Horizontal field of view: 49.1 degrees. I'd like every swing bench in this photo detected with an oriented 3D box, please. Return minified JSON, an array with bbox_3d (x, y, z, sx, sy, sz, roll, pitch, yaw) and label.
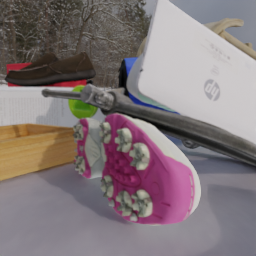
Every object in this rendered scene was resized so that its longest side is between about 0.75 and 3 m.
[{"bbox_3d":[2.374,-2.296,9.146,2.889,1.875,2.874,34,-8,-37],"label":"swing bench"}]

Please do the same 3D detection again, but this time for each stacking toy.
[{"bbox_3d":[-0.360,-0.106,4.227,1.183,1.071,0.500,4,11,27],"label":"stacking toy"}]

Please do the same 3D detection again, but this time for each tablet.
[{"bbox_3d":[1.028,-0.635,3.479,1.949,1.268,0.133,22,-19,-25],"label":"tablet"}]

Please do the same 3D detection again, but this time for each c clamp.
[{"bbox_3d":[0.613,-0.007,3.380,2.623,0.355,2.241,20,-2,-41],"label":"c clamp"}]

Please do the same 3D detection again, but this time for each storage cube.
[{"bbox_3d":[-2.478,-1.052,8.755,1.998,1.796,1.708,2,8,24],"label":"storage cube"}]

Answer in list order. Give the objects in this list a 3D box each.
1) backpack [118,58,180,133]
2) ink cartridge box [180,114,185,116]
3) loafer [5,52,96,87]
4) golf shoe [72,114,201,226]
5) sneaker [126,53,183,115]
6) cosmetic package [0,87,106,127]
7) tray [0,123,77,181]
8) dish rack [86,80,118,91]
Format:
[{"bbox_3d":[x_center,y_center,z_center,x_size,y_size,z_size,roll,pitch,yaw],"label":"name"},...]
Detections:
[{"bbox_3d":[0.403,-0.688,5.810,1.239,1.476,1.200,-8,-21,-11],"label":"backpack"},{"bbox_3d":[1.845,-0.571,8.091,1.332,0.776,1.840,4,17,30],"label":"ink cartridge box"},{"bbox_3d":[-1.823,-1.392,6.574,2.051,0.732,0.749,-9,5,-10],"label":"loafer"},{"bbox_3d":[0.116,0.254,2.758,0.996,0.820,2.177,0,8,-24],"label":"golf shoe"},{"bbox_3d":[1.334,-0.492,4.503,2.757,1.014,1.626,2,31,-46],"label":"sneaker"},{"bbox_3d":[-2.056,-0.319,5.894,2.949,1.092,1.499,-4,12,-36],"label":"cosmetic package"},{"bbox_3d":[-1.905,0.329,3.316,1.311,0.492,2.658,5,8,34],"label":"tray"},{"bbox_3d":[-0.484,-1.381,11.491,2.568,0.701,1.970,-10,41,-3],"label":"dish rack"}]
